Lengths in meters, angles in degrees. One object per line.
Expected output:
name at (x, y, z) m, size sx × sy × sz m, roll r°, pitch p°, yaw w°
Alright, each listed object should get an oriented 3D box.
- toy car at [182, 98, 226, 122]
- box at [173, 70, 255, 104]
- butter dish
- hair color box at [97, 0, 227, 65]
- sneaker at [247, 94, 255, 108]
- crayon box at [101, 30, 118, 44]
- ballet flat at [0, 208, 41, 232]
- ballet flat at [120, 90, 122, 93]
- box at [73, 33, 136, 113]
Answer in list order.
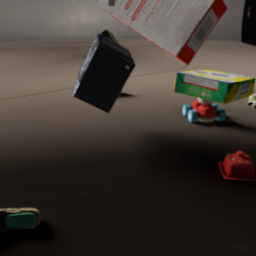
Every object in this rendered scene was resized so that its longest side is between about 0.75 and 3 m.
toy car at (3.033, -1.104, 11.081) m, size 1.403 × 1.523 × 1.347 m, roll -2°, pitch 22°, yaw -7°
box at (2.690, -1.287, 8.283) m, size 1.562 × 0.644 × 2.663 m, roll 20°, pitch 21°, yaw 34°
butter dish at (2.876, 0.912, 7.261) m, size 0.885 × 0.656 × 0.887 m, roll 3°, pitch 22°, yaw 6°
hair color box at (0.496, -2.005, 4.650) m, size 1.904 × 1.056 × 0.609 m, roll 41°, pitch 17°, yaw 24°
sneaker at (5.677, -1.193, 12.761) m, size 0.578 × 0.501 × 1.304 m, roll -7°, pitch 20°, yaw 5°
crayon box at (-0.819, -4.174, 13.410) m, size 0.334 × 0.814 × 1.295 m, roll -30°, pitch 3°, yaw 13°
ballet flat at (-2.433, 1.787, 5.506) m, size 1.412 × 0.479 × 0.532 m, roll 1°, pitch -1°, yaw -12°
ballet flat at (-1.263, -2.063, 14.581) m, size 2.036 × 0.665 × 0.718 m, roll -12°, pitch 27°, yaw -26°
box at (-0.823, -1.874, 9.237) m, size 1.274 × 1.765 × 2.379 m, roll 25°, pitch 21°, yaw -18°
